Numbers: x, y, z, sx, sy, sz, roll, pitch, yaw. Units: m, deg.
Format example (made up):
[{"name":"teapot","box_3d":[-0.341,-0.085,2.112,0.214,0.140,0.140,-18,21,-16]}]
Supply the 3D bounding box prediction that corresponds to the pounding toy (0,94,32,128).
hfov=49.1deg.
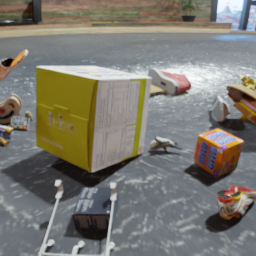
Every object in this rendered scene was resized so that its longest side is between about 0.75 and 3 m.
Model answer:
[{"name":"pounding toy","box_3d":[-5.307,-0.742,12.202,2.053,1.174,1.178,-5,26,-9]}]

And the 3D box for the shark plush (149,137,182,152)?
[{"name":"shark plush","box_3d":[1.365,0.646,10.188,1.128,0.470,0.513,8,7,-4]}]

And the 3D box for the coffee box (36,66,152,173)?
[{"name":"coffee box","box_3d":[-1.193,-0.518,9.407,2.759,2.763,2.732,18,20,34]}]

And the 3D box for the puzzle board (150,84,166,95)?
[{"name":"puzzle board","box_3d":[0.469,-2.222,15.963,2.838,0.247,2.139,-14,33,-38]}]

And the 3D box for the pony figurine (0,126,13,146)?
[{"name":"pony figurine","box_3d":[-5.359,0.035,10.657,1.824,1.519,1.761,22,39,10]}]

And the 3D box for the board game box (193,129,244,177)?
[{"name":"board game box","box_3d":[2.907,0.780,9.111,1.034,1.035,1.034,-14,32,-33]}]

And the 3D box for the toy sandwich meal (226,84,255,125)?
[{"name":"toy sandwich meal","box_3d":[5.039,-0.693,11.497,2.911,0.997,2.911,36,7,-5]}]

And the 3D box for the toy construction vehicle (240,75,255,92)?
[{"name":"toy construction vehicle","box_3d":[7.030,-2.767,15.299,0.950,2.348,2.697,41,37,-8]}]

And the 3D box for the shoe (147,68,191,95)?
[{"name":"shoe","box_3d":[2.449,-2.855,16.843,1.342,1.054,2.951,-12,34,-27]}]

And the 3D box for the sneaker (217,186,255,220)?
[{"name":"sneaker","box_3d":[2.845,1.944,7.376,1.668,0.685,0.649,-2,5,-40]}]

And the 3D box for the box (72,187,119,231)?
[{"name":"box","box_3d":[-0.786,2.029,7.099,0.951,0.544,1.044,-3,25,9]}]

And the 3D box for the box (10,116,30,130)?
[{"name":"box","box_3d":[-4.585,-0.210,11.868,0.778,0.532,0.155,4,-10,10]}]

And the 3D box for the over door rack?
[{"name":"over door rack","box_3d":[-1.058,2.250,6.344,1.525,0.688,2.065,1,47,3]}]

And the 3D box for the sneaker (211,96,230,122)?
[{"name":"sneaker","box_3d":[4.357,-0.837,12.803,0.841,0.766,2.051,30,33,-2]}]

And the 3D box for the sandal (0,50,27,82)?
[{"name":"sandal","box_3d":[-4.103,-2.242,9.623,1.641,0.470,0.629,-34,41,24]}]
